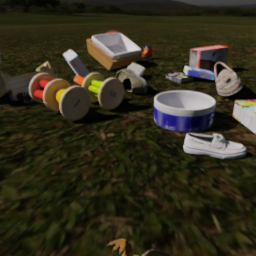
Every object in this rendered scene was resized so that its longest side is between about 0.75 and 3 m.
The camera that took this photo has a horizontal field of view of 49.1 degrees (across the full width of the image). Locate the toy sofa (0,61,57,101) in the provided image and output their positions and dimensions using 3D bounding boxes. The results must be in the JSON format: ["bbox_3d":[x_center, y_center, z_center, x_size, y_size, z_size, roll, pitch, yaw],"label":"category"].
[{"bbox_3d":[-3.895,-1.693,10.711,0.973,1.146,2.349,-17,9,41],"label":"toy sofa"}]

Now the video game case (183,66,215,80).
[{"bbox_3d":[3.235,-2.500,12.750,1.260,0.286,1.142,11,21,0],"label":"video game case"}]

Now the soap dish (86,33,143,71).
[{"bbox_3d":[-0.734,-4.110,15.004,2.033,1.049,2.583,42,41,17],"label":"soap dish"}]

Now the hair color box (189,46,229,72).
[{"bbox_3d":[4.026,-3.392,13.980,2.149,1.192,0.687,-16,29,-30],"label":"hair color box"}]

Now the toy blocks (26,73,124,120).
[{"bbox_3d":[-1.963,-1.351,9.553,2.437,1.062,2.924,-20,32,-38],"label":"toy blocks"}]

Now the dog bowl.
[{"bbox_3d":[1.630,-0.521,8.218,1.742,0.686,1.742,0,25,0],"label":"dog bowl"}]

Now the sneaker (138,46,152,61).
[{"bbox_3d":[0.977,-4.573,17.033,0.574,0.830,1.481,15,28,31],"label":"sneaker"}]

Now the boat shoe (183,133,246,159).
[{"bbox_3d":[2.014,0.387,6.460,1.425,0.476,0.524,2,24,5],"label":"boat shoe"}]

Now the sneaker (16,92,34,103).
[{"bbox_3d":[-3.481,-1.136,10.071,1.021,0.386,0.590,-2,16,-25],"label":"sneaker"}]

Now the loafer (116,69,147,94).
[{"bbox_3d":[-0.021,-1.882,11.162,0.694,0.750,1.993,-9,26,-29],"label":"loafer"}]

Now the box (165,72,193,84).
[{"bbox_3d":[2.321,-2.270,12.665,0.806,0.223,1.006,-15,28,-30],"label":"box"}]

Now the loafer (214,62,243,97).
[{"bbox_3d":[3.713,-1.932,10.839,0.920,0.805,2.560,-30,15,20],"label":"loafer"}]

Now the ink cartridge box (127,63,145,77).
[{"bbox_3d":[0.334,-2.626,12.931,0.651,0.376,0.895,28,31,4],"label":"ink cartridge box"}]

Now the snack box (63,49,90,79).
[{"bbox_3d":[-2.213,-2.685,12.256,0.501,1.248,1.479,-37,33,-5],"label":"snack box"}]

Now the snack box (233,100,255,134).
[{"bbox_3d":[4.351,-0.327,7.911,2.173,0.576,1.545,-4,26,-8],"label":"snack box"}]

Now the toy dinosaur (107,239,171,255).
[{"bbox_3d":[0.039,1.539,2.959,0.438,0.770,1.449,10,26,27],"label":"toy dinosaur"}]

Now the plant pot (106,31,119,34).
[{"bbox_3d":[-0.676,-5.212,17.801,1.585,1.585,1.542,-12,34,-25],"label":"plant pot"}]
